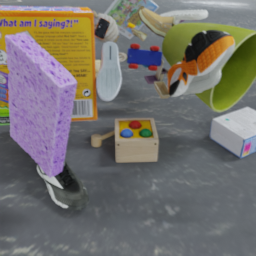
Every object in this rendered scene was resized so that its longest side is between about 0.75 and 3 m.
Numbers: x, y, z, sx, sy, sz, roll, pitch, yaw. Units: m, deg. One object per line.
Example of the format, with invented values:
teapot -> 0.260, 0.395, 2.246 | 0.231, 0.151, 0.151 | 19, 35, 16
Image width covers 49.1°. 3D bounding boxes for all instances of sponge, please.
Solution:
sponge -> -1.870, -0.290, 5.798 | 1.603, 2.873, 0.428 | 42, 49, 18

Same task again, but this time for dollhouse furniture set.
dollhouse furniture set -> 1.332, -1.730, 9.407 | 1.067, 0.955, 1.346 | -8, 49, -18

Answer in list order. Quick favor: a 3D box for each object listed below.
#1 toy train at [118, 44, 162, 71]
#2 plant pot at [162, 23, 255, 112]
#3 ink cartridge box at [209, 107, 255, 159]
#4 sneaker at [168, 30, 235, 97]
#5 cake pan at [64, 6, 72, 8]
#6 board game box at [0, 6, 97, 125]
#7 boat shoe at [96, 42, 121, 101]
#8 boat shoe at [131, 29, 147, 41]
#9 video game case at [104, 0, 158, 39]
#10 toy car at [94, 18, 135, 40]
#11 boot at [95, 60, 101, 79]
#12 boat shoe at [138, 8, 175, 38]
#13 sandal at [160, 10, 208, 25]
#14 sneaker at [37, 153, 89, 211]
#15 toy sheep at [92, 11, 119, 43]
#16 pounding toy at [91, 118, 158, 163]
toy train -> 0.110, -2.298, 9.159 | 1.810, 0.766, 1.047 | 3, 8, -9
plant pot -> 2.434, -2.257, 8.972 | 2.531, 2.531, 2.705 | -24, 48, -32
ink cartridge box -> 4.273, 0.060, 9.987 | 2.208, 0.843, 1.506 | -19, 37, -23
sneaker -> 1.874, -1.481, 6.684 | 1.146, 0.943, 2.491 | -1, -12, -16
cake pan -> -2.431, -3.804, 11.144 | 1.895, 1.895, 0.347 | 16, 13, 23
board game box -> -2.494, -2.011, 8.340 | 2.882, 2.879, 2.880 | -3, 26, -10
boat shoe -> -0.481, -1.451, 7.580 | 0.647, 0.588, 1.760 | 7, 69, -2
boat shoe -> 0.343, -3.249, 9.774 | 0.305, 0.263, 0.835 | 8, 23, -42
video game case -> 0.060, -5.014, 12.268 | 1.792, 1.968, 0.217 | 19, 43, -40
toy car -> -0.525, -3.451, 10.051 | 1.462, 0.717, 0.487 | 4, 5, -18
boot -> -1.971, -2.970, 14.799 | 2.113, 0.769, 1.642 | -10, 34, -21
boat shoe -> 1.445, -3.905, 10.570 | 2.226, 0.848, 0.798 | 27, 47, -24
sandal -> 2.214, -4.625, 12.029 | 1.086, 0.656, 2.668 | -25, 29, -24
sneaker -> -1.962, 1.240, 7.862 | 0.863, 1.176, 2.598 | -23, 39, -29
toy sheep -> -1.009, -4.177, 11.710 | 1.176, 1.706, 1.176 | -21, 51, 28
pounding toy -> -0.194, 0.194, 9.633 | 2.211, 1.011, 1.942 | -1, 33, -2
